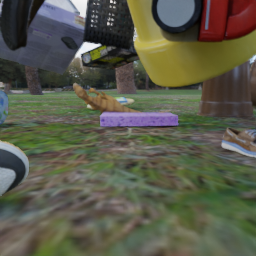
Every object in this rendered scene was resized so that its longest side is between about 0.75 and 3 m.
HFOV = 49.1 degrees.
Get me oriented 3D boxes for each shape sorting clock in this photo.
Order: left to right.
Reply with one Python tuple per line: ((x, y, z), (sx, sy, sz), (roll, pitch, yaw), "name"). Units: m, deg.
((-0.838, -1.153, 13.565), (2.258, 0.443, 2.258), (-2, 12, 1), "shape sorting clock")

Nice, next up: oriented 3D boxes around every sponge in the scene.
((0.281, -0.245, 7.635), (2.000, 0.298, 1.116), (0, 7, 1), "sponge")

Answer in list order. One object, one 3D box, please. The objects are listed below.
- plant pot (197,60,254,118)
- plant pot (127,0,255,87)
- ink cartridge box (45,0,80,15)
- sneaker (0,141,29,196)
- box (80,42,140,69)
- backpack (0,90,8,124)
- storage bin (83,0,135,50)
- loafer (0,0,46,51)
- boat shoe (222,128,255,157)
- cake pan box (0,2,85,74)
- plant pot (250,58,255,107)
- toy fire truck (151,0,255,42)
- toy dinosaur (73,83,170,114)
((3.580, -1.444, 10.213), (2.001, 1.981, 2.001), (1, 8, 0), "plant pot")
((1.139, -2.723, 5.479), (2.898, 2.726, 2.898), (-26, 29, 15), "plant pot")
((-2.731, -3.988, 9.992), (1.800, 1.460, 0.451), (-40, -8, 28), "ink cartridge box")
((-1.508, 0.488, 2.016), (1.519, 0.574, 0.666), (-8, 23, -16), "sneaker")
((-0.439, -2.520, 9.715), (1.580, 0.437, 1.973), (-13, 1, 28), "box")
((-3.607, -0.556, 7.214), (0.851, 1.059, 1.158), (2, -4, 10), "backpack")
((-0.382, -3.457, 7.109), (1.227, 2.617, 1.769), (6, 20, -10), "storage bin")
((-1.799, -2.362, 5.036), (0.713, 1.997, 0.729), (5, 5, -39), "loafer")
((1.823, 0.198, 4.216), (0.374, 0.375, 1.035), (-4, 9, -29), "boat shoe")
((-2.962, -2.958, 9.141), (2.738, 0.716, 2.521), (10, -30, -30), "cake pan box")
((7.343, -2.033, 13.396), (2.599, 2.626, 2.626), (16, 16, 34), "plant pot")
((1.631, -2.259, 3.592), (2.517, 2.215, 1.619), (3, 19, 9), "toy fire truck")
((-0.383, -0.579, 8.526), (2.852, 0.861, 1.515), (13, 4, -21), "toy dinosaur")
